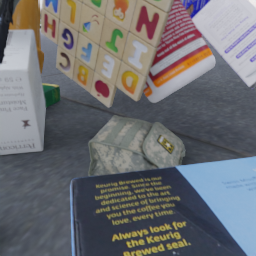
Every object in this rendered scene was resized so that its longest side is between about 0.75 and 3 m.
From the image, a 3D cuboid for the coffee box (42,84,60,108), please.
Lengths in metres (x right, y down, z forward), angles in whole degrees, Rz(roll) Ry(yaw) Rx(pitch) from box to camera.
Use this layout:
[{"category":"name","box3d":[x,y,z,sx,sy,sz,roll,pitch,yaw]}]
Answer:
[{"category":"coffee box","box3d":[-3.567,-0.857,8.904,1.659,0.593,2.697,8,24,19]}]

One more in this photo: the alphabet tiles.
[{"category":"alphabet tiles","box3d":[-0.519,-1.825,4.336,2.472,2.971,0.094,38,46,20]}]

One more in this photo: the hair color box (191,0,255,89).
[{"category":"hair color box","box3d":[2.460,-1.970,6.093,2.026,1.107,0.656,56,24,16]}]

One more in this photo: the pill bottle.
[{"category":"pill bottle","box3d":[0.399,-1.907,5.317,1.458,2.581,1.458,-32,2,1]}]

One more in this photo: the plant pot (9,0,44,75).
[{"category":"plant pot","box3d":[-3.447,-2.817,7.828,2.383,2.182,2.383,12,3,-1]}]

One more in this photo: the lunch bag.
[{"category":"lunch bag","box3d":[0.236,0.464,5.351,1.628,0.957,1.335,12,28,15]}]

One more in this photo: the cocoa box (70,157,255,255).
[{"category":"cocoa box","box3d":[1.098,1.392,1.876,2.820,1.881,1.851,-5,23,-12]}]

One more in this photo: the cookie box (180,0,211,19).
[{"category":"cookie box","box3d":[1.378,-3.605,7.003,2.254,1.928,0.847,-21,46,-22]}]

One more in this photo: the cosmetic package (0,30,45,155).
[{"category":"cosmetic package","box3d":[-2.858,-0.752,6.107,1.792,2.174,1.793,-5,43,-11]}]

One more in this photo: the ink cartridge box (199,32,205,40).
[{"category":"ink cartridge box","box3d":[2.204,-4.238,9.282,2.142,1.581,0.917,46,32,12]}]

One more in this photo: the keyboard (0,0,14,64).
[{"category":"keyboard","box3d":[-1.658,-1.468,3.807,0.137,1.332,0.847,12,-21,-33]}]

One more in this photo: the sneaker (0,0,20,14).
[{"category":"sneaker","box3d":[-2.100,-2.981,5.301,2.625,1.052,0.923,-21,-5,15]}]
